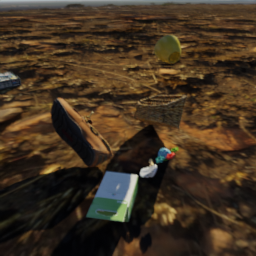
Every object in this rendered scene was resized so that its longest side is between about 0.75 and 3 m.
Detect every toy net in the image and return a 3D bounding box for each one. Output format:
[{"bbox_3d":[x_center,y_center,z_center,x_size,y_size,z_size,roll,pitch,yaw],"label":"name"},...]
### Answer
[{"bbox_3d":[0.694,0.804,6.217,0.575,0.212,1.096,-2,32,45],"label":"toy net"}]

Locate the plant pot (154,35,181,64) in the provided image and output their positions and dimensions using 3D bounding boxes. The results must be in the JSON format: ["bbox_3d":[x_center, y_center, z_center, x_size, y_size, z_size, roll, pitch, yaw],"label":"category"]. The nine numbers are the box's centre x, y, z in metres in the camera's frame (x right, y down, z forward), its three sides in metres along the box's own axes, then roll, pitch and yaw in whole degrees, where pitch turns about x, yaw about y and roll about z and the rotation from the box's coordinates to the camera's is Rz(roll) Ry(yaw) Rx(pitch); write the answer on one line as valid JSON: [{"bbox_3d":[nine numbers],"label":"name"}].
[{"bbox_3d":[1.323,-2.370,8.776,0.850,0.850,0.603,-10,48,-19],"label":"plant pot"}]

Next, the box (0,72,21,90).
[{"bbox_3d":[-5.632,-2.008,12.154,1.560,0.359,1.240,-20,34,-33],"label":"box"}]

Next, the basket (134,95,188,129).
[{"bbox_3d":[0.870,-0.618,8.246,0.980,1.023,1.373,17,-3,-37],"label":"basket"}]

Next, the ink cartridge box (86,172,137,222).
[{"bbox_3d":[-0.272,1.448,5.540,0.703,0.401,1.354,6,28,11],"label":"ink cartridge box"}]

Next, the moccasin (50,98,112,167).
[{"bbox_3d":[-1.236,0.022,7.246,2.266,0.829,0.875,40,32,29],"label":"moccasin"}]
